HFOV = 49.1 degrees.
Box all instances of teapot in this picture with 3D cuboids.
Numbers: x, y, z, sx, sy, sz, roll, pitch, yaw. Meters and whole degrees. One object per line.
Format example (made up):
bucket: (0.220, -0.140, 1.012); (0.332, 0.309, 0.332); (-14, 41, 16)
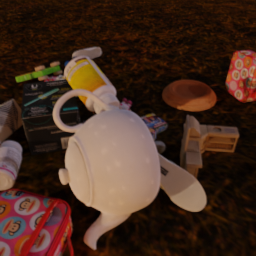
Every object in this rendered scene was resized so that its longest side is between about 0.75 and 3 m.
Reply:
teapot: (-0.718, 0.918, 7.310); (2.187, 2.955, 2.994); (-11, 40, -24)

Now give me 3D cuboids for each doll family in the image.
doll family: (-0.934, -0.868, 11.714); (2.139, 0.964, 1.328); (27, 33, 9)

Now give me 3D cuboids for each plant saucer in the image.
plant saucer: (2.818, -1.598, 12.910); (2.464, 0.461, 2.464); (1, 36, 0)

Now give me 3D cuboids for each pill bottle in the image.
pill bottle: (-3.853, 1.134, 8.810); (0.848, 0.848, 1.497); (-3, 36, -4)
pill bottle: (-1.264, -1.435, 10.021); (1.214, 1.214, 2.223); (-24, 65, -30)

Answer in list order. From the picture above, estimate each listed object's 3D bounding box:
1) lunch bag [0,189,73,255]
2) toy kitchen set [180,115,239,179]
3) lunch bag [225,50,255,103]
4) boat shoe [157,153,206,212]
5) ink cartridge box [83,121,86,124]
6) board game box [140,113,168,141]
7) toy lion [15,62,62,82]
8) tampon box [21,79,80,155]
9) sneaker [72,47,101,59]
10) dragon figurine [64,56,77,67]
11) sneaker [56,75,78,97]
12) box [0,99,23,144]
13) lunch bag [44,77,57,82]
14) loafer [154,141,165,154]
lunch bag: (-2.455, 2.805, 6.411); (2.372, 1.103, 2.693); (12, 37, 8)
toy kitchen set: (2.707, 0.491, 8.971); (1.882, 1.702, 2.087); (4, 37, 6)
lunch bag: (5.255, -2.226, 12.331); (0.858, 2.094, 1.844); (-8, 35, -17)
boat shoe: (1.215, 1.409, 8.294); (2.572, 0.819, 0.909); (41, 92, 16)
ink cartridge box: (-0.697, 0.143, 10.505); (1.584, 0.344, 1.569); (-10, 36, -25)
board game box: (0.785, 0.051, 10.523); (1.311, 0.404, 1.310); (-20, 37, -25)
toy lion: (-4.588, -2.717, 14.117); (1.853, 0.664, 1.934); (-7, 19, 27)
tampon box: (-2.815, -0.503, 10.422); (1.885, 1.588, 2.515); (-9, 37, -12)
sneaker: (-2.515, -4.366, 16.636); (1.879, 0.718, 0.756); (-21, 31, -34)
dragon figurine: (-3.007, -3.174, 14.918); (1.067, 0.631, 2.145); (14, 40, 19)
sneaker: (-3.106, -1.725, 12.549); (1.012, 1.069, 2.646); (27, 43, 31)
box: (-4.648, -0.011, 9.725); (0.863, 1.037, 2.525); (-22, 22, 20)
lunch bag: (-3.662, -2.074, 13.533); (1.033, 0.481, 1.173); (-6, 37, -9)
loafer: (0.286, 0.696, 9.565); (1.950, 0.682, 0.680); (-7, 45, -9)
